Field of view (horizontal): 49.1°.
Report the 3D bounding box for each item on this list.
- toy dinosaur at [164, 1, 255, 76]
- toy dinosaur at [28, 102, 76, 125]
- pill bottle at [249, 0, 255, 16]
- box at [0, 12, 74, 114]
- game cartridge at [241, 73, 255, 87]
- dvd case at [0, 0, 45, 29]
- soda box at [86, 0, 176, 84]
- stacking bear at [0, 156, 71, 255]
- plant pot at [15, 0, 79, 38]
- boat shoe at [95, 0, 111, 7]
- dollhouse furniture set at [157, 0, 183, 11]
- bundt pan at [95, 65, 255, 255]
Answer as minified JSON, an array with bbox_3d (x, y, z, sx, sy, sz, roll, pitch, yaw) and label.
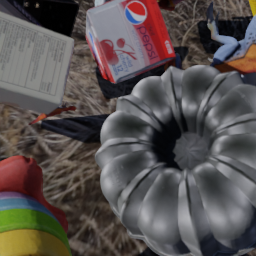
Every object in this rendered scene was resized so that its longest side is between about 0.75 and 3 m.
[{"bbox_3d":[1.951,-1.365,5.033,2.671,1.546,2.944,-41,30,20],"label":"toy dinosaur"},{"bbox_3d":[-1.295,-0.286,5.024,0.741,0.428,0.816,22,89,37],"label":"toy dinosaur"},{"bbox_3d":[2.885,-2.665,5.326,1.128,2.001,1.128,-25,32,16],"label":"pill bottle"},{"bbox_3d":[-2.000,-0.993,3.822,2.266,0.881,1.076,16,75,-26],"label":"box"},{"bbox_3d":[3.879,-0.948,5.876,2.942,0.601,1.958,5,59,5],"label":"game cartridge"},{"bbox_3d":[-2.892,-1.444,5.564,2.697,2.027,0.334,-22,67,15],"label":"dvd case"},{"bbox_3d":[-0.142,-1.484,5.040,0.946,2.983,1.044,-23,104,-3],"label":"soda box"},{"bbox_3d":[-1.242,1.727,3.117,1.612,1.722,2.835,-28,26,-20],"label":"stacking bear"},{"bbox_3d":[-2.298,-2.801,7.014,1.407,1.404,1.249,-16,54,-43],"label":"plant pot"},{"bbox_3d":[-0.558,-3.237,7.521,0.582,0.454,1.283,7,86,-27],"label":"boat shoe"},{"bbox_3d":[0.843,-3.067,5.012,0.663,0.878,1.631,6,88,-27],"label":"dollhouse furniture set"},{"bbox_3d":[0.731,0.264,3.503,2.594,0.973,2.594,-8,61,16],"label":"bundt pan"}]
